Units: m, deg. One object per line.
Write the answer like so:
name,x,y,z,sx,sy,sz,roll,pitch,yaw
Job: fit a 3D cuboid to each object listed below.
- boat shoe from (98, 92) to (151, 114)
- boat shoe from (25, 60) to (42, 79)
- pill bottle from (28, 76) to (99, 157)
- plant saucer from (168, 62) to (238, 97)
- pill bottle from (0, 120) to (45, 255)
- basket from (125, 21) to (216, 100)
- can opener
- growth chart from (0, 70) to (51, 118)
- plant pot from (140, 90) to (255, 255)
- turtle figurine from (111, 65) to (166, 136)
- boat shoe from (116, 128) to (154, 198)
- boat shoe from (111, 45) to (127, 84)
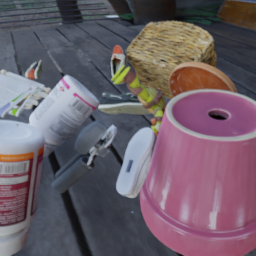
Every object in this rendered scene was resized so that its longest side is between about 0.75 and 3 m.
boat shoe,0.001,-0.998,10.582,2.497,0.897,0.844,4,71,30
boat shoe,-3.087,-1.937,9.269,0.362,0.412,1.158,0,35,-3
pill bottle,-1.799,-0.275,7.243,1.979,1.122,1.122,-46,42,6
plant saucer,2.094,-1.027,7.867,2.034,2.034,0.328,24,62,30
pill bottle,-2.452,1.193,5.516,1.344,2.453,1.344,12,17,-4
basket,1.650,-2.277,9.723,2.741,2.042,1.956,28,75,36
can opener,-1.257,0.701,7.033,0.869,2.600,0.694,37,33,-21
growth chart,-3.566,-0.942,7.936,1.949,0.239,2.693,27,34,6
plant pot,1.650,0.742,5.829,2.877,2.575,2.877,-3,34,2
turtle figurine,0.574,-0.775,7.919,0.880,2.203,2.732,-40,22,18
boat shoe,0.186,0.635,5.108,0.476,0.423,1.293,14,73,41
boat shoe,-0.340,-2.154,9.209,0.517,0.455,1.453,-15,65,28
